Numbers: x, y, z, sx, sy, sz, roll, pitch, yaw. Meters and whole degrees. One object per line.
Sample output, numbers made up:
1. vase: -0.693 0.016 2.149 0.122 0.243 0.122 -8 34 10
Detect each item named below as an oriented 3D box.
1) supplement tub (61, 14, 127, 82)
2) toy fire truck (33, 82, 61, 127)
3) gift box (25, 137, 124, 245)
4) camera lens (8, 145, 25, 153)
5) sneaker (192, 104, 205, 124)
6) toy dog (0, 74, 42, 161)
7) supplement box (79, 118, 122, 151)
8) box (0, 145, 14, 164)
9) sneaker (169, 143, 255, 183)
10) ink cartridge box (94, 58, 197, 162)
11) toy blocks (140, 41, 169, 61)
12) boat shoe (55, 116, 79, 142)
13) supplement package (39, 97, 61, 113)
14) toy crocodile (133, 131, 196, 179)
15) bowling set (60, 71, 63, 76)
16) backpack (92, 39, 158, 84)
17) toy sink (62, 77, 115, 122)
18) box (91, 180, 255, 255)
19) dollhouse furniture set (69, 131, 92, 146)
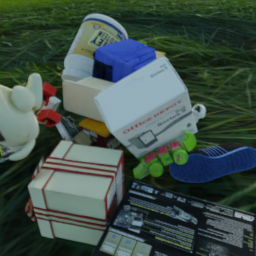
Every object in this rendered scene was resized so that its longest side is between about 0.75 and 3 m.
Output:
1. supplement tub: -1.462 -3.089 12.165 2.141 2.141 2.965 16 76 22
2. toy fire truck: -2.856 -0.681 8.752 2.011 0.490 1.418 -8 62 33
3. gift box: -1.195 1.365 6.716 1.934 2.072 1.911 6 29 11
4. camera lens: -3.526 0.154 8.669 0.913 1.142 0.913 -30 31 21
5. sneaker: 2.742 -0.651 10.793 0.502 0.668 1.341 30 38 15
6. toy dog: -3.518 -0.322 6.644 2.447 2.372 1.707 5 -20 -42
7. supplement box: -0.872 0.300 9.033 1.097 1.112 0.738 23 42 31
8. box: -4.327 0.722 9.181 1.004 0.278 1.254 -17 38 -24
9. sneaker: 2.467 1.011 8.365 2.565 0.900 0.999 -9 4 4
10. ink cartridge box: 0.641 -0.310 7.776 2.054 2.824 1.186 -30 63 6
11. toy blocks: 1.055 -3.302 14.139 2.783 1.391 1.902 3 35 -30
12. boat shoe: -2.164 -0.078 9.870 0.641 0.652 1.808 -32 39 -10
13. supplement package: -2.925 -0.842 10.146 0.586 0.584 1.000 32 10 -5
14. toy crocodile: 1.026 0.821 8.071 2.077 0.641 0.701 -30 21 12
15. bowling set: -2.653 -2.410 13.518 1.132 0.873 1.626 1 30 37
16. backpack: -0.067 -1.396 10.097 2.331 2.777 2.257 35 41 29
17. toy sink: -1.175 -0.992 8.993 1.607 1.047 0.900 17 30 23
18. box: 0.959 2.558 5.624 2.805 1.208 2.297 12 36 17
19. dollhouse furniture set: -1.537 1.087 8.655 1.274 1.038 1.211 45 42 1
